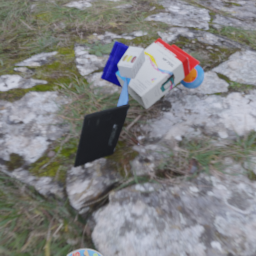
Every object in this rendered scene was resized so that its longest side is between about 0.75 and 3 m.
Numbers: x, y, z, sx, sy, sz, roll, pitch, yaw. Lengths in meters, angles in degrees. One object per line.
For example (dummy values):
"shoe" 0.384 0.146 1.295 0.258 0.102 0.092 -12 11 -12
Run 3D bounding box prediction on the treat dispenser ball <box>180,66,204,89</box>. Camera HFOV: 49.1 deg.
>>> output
"treat dispenser ball" 2.826 -2.285 12.474 1.091 1.091 1.091 0 41 0

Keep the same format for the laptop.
"laptop" -0.927 -0.252 9.792 2.582 2.418 1.497 -18 53 -35

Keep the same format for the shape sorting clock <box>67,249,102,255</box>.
"shape sorting clock" -1.148 3.766 7.046 1.432 0.281 1.432 0 41 0

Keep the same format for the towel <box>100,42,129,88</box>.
"towel" -0.319 -2.617 11.818 1.252 1.696 0.420 19 12 -30

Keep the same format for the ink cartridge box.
"ink cartridge box" 1.214 -2.374 11.241 2.959 0.995 1.719 -41 59 -6

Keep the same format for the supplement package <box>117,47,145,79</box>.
"supplement package" 0.133 -2.264 9.735 0.568 0.547 0.998 15 59 22
